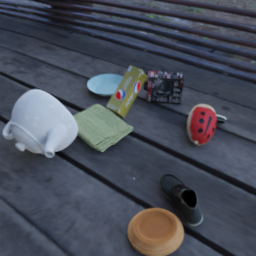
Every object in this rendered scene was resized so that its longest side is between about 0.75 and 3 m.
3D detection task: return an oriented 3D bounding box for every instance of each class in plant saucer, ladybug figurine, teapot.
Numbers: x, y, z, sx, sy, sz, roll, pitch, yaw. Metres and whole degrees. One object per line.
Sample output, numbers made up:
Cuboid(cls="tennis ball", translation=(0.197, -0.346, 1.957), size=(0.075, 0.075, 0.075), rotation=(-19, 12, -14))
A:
Cuboid(cls="plant saucer", translation=(0.677, 2.533, 7.041), size=(1.413, 0.264, 1.413), rotation=(-4, 31, 3))
Cuboid(cls="ladybug figurine", translation=(2.633, -0.137, 9.821), size=(1.132, 0.600, 1.668), rotation=(32, 63, -20))
Cuboid(cls="plant saucer", translation=(-0.922, -1.869, 12.735), size=(1.849, 0.356, 1.849), rotation=(0, 39, 0))
Cuboid(cls="teapot", translation=(-2.941, 0.034, 9.029), size=(2.325, 2.355, 1.720), rotation=(39, 65, 1))

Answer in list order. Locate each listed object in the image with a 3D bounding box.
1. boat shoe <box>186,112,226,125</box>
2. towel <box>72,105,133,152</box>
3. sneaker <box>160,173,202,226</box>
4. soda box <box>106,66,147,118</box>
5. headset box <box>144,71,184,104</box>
Cuboid(cls="boat shoe", translation=(2.965, -0.259, 10.684), size=(1.552, 0.557, 0.525), rotation=(5, 75, -5))
Cuboid(cls="towel", translation=(-1.118, -0.051, 10.325), size=(1.694, 0.417, 2.283), rotation=(-30, 46, -29))
Cuboid(cls="sneaker", translation=(1.424, 1.698, 7.634), size=(0.665, 0.944, 1.777), rotation=(-26, 44, -12))
Cuboid(cls="soda box", translation=(-0.047, -1.423, 11.098), size=(0.627, 0.663, 1.957), rotation=(27, 84, 29))
Cuboid(cls="headset box", translation=(1.467, -1.699, 11.824), size=(1.629, 1.212, 0.629), rotation=(5, 37, 7))
